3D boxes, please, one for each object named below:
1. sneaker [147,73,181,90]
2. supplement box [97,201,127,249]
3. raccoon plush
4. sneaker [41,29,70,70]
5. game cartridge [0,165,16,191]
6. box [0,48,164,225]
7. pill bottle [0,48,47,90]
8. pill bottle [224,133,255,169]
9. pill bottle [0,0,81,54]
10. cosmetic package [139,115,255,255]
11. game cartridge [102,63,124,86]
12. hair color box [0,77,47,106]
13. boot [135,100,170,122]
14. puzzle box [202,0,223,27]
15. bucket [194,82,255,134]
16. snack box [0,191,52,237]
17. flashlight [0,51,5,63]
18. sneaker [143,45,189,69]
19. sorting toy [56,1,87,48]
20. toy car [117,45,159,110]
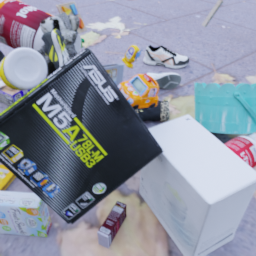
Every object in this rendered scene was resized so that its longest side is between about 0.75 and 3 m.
[{"bbox_3d":[1.285,-2.193,12.661,2.258,0.794,0.905,-8,38,-9],"label":"sneaker"},{"bbox_3d":[-0.395,2.481,7.232,0.317,0.567,1.042,18,43,20],"label":"supplement box"},{"bbox_3d":[-1.847,-2.271,8.882,1.372,2.836,1.900,29,85,23],"label":"raccoon plush"},{"bbox_3d":[-1.920,-1.952,7.497,0.549,1.297,0.483,1,26,18],"label":"sneaker"},{"bbox_3d":[-4.381,1.605,8.529,1.560,0.253,1.375,13,41,13],"label":"game cartridge"},{"bbox_3d":[-0.990,0.256,5.539,2.536,2.626,0.624,-37,25,-1],"label":"box"},{"bbox_3d":[-2.213,-1.165,5.769,0.781,0.781,1.388,-24,17,-26],"label":"pill bottle"},{"bbox_3d":[3.377,0.913,8.704,1.930,1.083,1.083,-26,46,-26],"label":"pill bottle"},{"bbox_3d":[-3.213,-3.296,9.888,2.923,1.651,1.651,26,45,10],"label":"pill bottle"},{"bbox_3d":[1.513,1.447,6.956,1.510,2.457,2.449,-18,42,-23],"label":"cosmetic package"},{"bbox_3d":[-0.701,-1.372,8.502,0.331,1.062,1.595,17,25,33],"label":"game cartridge"},{"bbox_3d":[-4.477,-1.895,12.305,1.343,0.796,2.456,23,47,24],"label":"hair color box"},{"bbox_3d":[0.693,-1.007,11.238,1.710,0.817,2.264,0,46,-3],"label":"boot"},{"bbox_3d":[2.548,-3.454,8.457,0.110,0.867,0.577,37,27,7],"label":"puzzle box"},{"bbox_3d":[3.420,-0.750,9.643,2.475,1.610,2.475,0,10,0],"label":"bucket"},{"bbox_3d":[-2.949,2.163,7.057,1.788,1.272,0.474,3,39,3],"label":"snack box"},{"bbox_3d":[-4.708,-2.400,10.438,0.675,0.678,1.995,-28,6,-16],"label":"flashlight"},{"bbox_3d":[1.955,-3.640,14.280,2.365,0.946,0.872,8,39,7],"label":"sneaker"},{"bbox_3d":[-2.054,-4.104,11.168,0.263,1.784,1.318,-13,21,31],"label":"sorting toy"},{"bbox_3d":[0.073,-1.459,7.079,1.193,0.809,2.432,7,44,-34],"label":"toy car"}]
